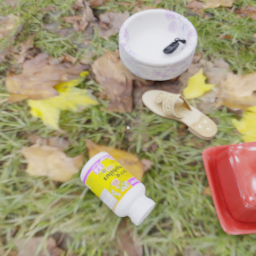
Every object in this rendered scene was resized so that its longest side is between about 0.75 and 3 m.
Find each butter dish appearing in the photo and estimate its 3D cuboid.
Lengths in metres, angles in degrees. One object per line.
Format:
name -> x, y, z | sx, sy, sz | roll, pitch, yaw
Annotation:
butter dish -> 3.906, 1.368, 8.027 | 2.797, 2.073, 2.805 | -5, 59, -4

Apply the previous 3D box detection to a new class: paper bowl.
paper bowl -> 1.102, -3.085, 10.958 | 2.919, 1.518, 2.919 | 0, 60, -1

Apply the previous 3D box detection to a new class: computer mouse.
computer mouse -> 1.714, -3.035, 10.584 | 0.946, 0.249, 0.655 | -38, 40, -10

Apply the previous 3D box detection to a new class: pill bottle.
pill bottle -> -0.291, 1.806, 8.302 | 2.202, 1.148, 1.148 | 39, 67, 20

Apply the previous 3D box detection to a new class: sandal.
sandal -> 1.855, -0.769, 9.908 | 3.010, 0.990, 1.104 | 35, 66, 19
